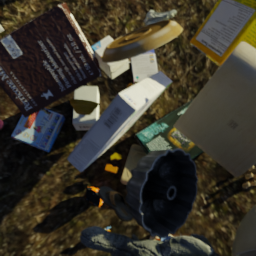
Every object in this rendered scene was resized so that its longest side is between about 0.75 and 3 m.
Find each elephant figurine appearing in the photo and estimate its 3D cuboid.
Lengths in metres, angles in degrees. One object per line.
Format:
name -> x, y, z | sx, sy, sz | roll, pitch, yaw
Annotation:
elephant figurine -> 0.785, 2.953, 5.596 | 2.260, 2.914, 2.062 | -36, 37, 22

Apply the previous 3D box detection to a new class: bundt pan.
bundt pan -> 0.722, 1.408, 6.479 | 0.762, 2.030, 2.030 | 9, 66, 48

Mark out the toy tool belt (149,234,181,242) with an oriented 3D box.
toy tool belt -> 1.403, 3.588, 7.980 | 1.774, 1.090, 1.108 | 18, 73, 6

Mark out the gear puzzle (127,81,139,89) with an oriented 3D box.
gear puzzle -> 0.311, -1.188, 8.617 | 0.912, 0.119, 0.473 | 14, 88, 38

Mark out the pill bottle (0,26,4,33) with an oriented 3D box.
pill bottle -> -5.369, -3.579, 10.458 | 1.251, 0.749, 0.749 | -35, 76, -10

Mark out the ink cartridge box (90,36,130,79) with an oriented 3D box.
ink cartridge box -> -0.511, -2.118, 8.645 | 0.714, 0.696, 1.111 | -36, 68, -13

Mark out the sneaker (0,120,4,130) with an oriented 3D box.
sneaker -> -4.952, -0.151, 9.424 | 1.447, 0.628, 0.533 | 5, 72, 1

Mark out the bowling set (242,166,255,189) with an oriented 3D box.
bowling set -> 4.054, 1.620, 8.955 | 0.569, 0.439, 0.818 | 18, 73, 6

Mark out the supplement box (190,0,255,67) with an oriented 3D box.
supplement box -> 3.282, -2.845, 7.293 | 2.834, 1.552, 1.542 | -56, 37, 23

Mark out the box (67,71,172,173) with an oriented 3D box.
box -> -0.083, -0.290, 6.882 | 0.525, 2.889, 2.085 | 44, 119, 4

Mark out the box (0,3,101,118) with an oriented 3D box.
box -> -1.973, -1.686, 6.758 | 2.086, 1.713, 1.731 | -29, 117, 5

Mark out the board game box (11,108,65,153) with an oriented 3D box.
board game box -> -3.034, -0.016, 9.515 | 1.298, 0.371, 1.326 | 21, 73, 7

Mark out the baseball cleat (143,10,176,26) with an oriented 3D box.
baseball cleat -> 1.064, -3.844, 9.553 | 1.144, 0.399, 0.609 | -30, 89, -3

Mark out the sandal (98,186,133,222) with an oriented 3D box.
sandal -> -0.253, 1.568, 5.992 | 0.421, 0.281, 1.029 | -6, 35, -39

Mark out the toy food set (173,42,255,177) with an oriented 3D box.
toy food set -> 2.438, -0.266, 6.234 | 1.942, 2.706, 0.817 | 41, 45, 10

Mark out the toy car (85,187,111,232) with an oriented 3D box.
toy car -> -0.927, 2.609, 8.762 | 0.516, 0.760, 1.550 | -3, 88, -46

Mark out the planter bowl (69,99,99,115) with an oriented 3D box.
planter bowl -> -1.173, -0.519, 7.389 | 0.805, 0.805, 0.335 | 7, 86, 2

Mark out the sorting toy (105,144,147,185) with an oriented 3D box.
sorting toy -> 0.259, 1.246, 9.090 | 1.835, 0.246, 1.367 | 17, 64, 3

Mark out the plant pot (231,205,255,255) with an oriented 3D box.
plant pot -> 3.019, 2.187, 5.609 | 1.822, 1.822, 1.223 | 13, 49, 4

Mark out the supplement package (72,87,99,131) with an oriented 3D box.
supplement package -> -1.409, -0.652, 9.496 | 0.786, 0.789, 1.344 | 0, 72, 0

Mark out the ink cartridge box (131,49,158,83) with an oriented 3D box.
ink cartridge box -> 0.592, -2.169, 10.239 | 0.909, 0.320, 1.523 | -6, 75, -2

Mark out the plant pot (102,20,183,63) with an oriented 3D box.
plant pot -> 0.257, -2.045, 6.457 | 1.975, 1.975, 0.271 | -29, 115, -9

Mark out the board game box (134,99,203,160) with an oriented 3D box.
board game box -> 1.695, 0.294, 9.298 | 2.488, 0.350, 1.683 | -31, 73, -15
